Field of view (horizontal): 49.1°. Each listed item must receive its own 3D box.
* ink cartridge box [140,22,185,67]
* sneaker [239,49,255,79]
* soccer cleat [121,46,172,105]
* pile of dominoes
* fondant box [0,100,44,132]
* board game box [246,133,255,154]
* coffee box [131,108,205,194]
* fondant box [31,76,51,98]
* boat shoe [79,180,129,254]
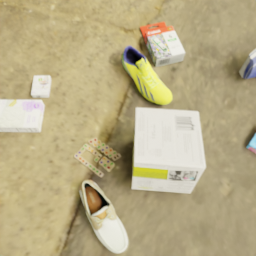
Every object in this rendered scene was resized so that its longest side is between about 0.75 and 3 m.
[{"bbox_3d":[1.208,-3.242,10.294,1.076,0.497,1.976,-15,67,-7],"label":"ink cartridge box"},{"bbox_3d":[5.440,-2.115,9.410,2.862,1.156,1.653,-20,64,-11],"label":"sneaker"},{"bbox_3d":[0.558,-1.745,9.307,0.784,1.015,2.426,-33,69,-14],"label":"soccer cleat"},{"bbox_3d":[-0.930,0.844,8.546,1.191,0.190,0.929,34,69,14],"label":"pile of dominoes"},{"bbox_3d":[-3.489,-0.386,9.007,1.396,0.406,1.007,1,65,-1],"label":"fondant box"},{"bbox_3d":[4.465,0.577,8.634,1.260,0.254,0.964,34,69,15],"label":"board game box"},{"bbox_3d":[0.985,0.654,7.680,1.713,1.694,1.710,3,56,1],"label":"coffee box"},{"bbox_3d":[-2.971,-1.413,9.592,0.557,0.225,0.772,0,66,0],"label":"fondant box"},{"bbox_3d":[-0.720,2.372,7.519,0.800,0.732,2.142,-33,69,-14],"label":"boat shoe"}]
